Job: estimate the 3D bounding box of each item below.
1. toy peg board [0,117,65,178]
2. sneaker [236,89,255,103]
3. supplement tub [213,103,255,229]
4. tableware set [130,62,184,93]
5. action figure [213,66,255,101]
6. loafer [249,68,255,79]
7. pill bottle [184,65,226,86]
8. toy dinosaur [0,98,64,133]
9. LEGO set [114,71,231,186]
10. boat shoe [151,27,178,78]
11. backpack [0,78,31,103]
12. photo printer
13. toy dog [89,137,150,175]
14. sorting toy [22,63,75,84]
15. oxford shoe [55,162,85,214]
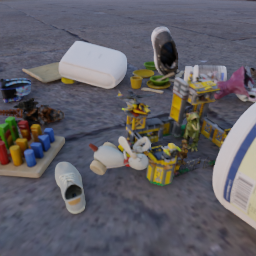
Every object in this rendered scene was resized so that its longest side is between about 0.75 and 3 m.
[{"bbox_3d":[-2.381,0.338,6.219,1.435,0.705,1.441,2,30,11],"label":"toy peg board"},{"bbox_3d":[4.277,-1.054,9.080,1.417,0.498,0.568,-4,37,5],"label":"sneaker"},{"bbox_3d":[2.936,0.937,3.784,2.133,2.133,2.942,-20,36,-32],"label":"supplement tub"},{"bbox_3d":[0.987,-2.148,10.998,1.911,0.435,2.837,14,33,24],"label":"tableware set"},{"bbox_3d":[3.219,-1.293,8.999,1.593,1.186,1.067,-26,18,45],"label":"action figure"},{"bbox_3d":[5.109,-2.144,11.077,0.350,0.340,0.958,-13,32,-22],"label":"loafer"},{"bbox_3d":[2.754,-1.863,10.117,1.393,0.793,0.793,5,30,7],"label":"pill bottle"},{"bbox_3d":[-2.629,-0.319,7.610,1.663,0.850,1.129,-18,7,-4],"label":"toy dinosaur"},{"bbox_3d":[1.253,-0.219,6.083,2.937,1.702,2.259,-7,33,-18],"label":"LEGO set"},{"bbox_3d":[1.437,-2.452,9.972,0.866,2.476,0.820,-21,60,2],"label":"boat shoe"},{"bbox_3d":[-3.661,-1.275,9.226,0.945,0.636,0.863,-13,32,-20],"label":"backpack"},{"bbox_3d":[-1.190,-2.364,10.498,2.251,0.782,1.873,16,43,3],"label":"photo printer"},{"bbox_3d":[-0.264,0.479,5.231,1.292,0.622,0.852,-21,38,30],"label":"toy dog"},{"bbox_3d":[-2.800,-2.055,11.018,1.787,0.321,2.399,-21,37,-38],"label":"sorting toy"},{"bbox_3d":[-1.097,1.026,5.264,0.471,0.362,1.253,-19,40,-13],"label":"oxford shoe"}]
